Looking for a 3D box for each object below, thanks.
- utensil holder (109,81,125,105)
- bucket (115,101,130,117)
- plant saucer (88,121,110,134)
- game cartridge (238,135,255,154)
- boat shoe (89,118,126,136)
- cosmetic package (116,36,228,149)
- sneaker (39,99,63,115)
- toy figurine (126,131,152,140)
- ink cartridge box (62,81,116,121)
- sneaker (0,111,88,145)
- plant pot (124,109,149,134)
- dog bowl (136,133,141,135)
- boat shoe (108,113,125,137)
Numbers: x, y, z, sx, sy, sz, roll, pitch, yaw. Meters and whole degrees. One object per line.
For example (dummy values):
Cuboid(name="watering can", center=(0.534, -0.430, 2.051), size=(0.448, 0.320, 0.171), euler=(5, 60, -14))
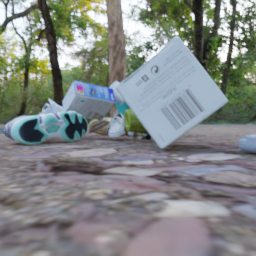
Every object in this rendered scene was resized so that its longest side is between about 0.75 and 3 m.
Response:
Cuboid(name="utensil holder", center=(-0.411, -1.535, 12.310), size=(0.838, 0.712, 0.712), euler=(43, 7, 5))
Cuboid(name="bucket", center=(0.332, -1.283, 13.312), size=(1.815, 1.815, 1.181), euler=(1, 27, 38))
Cuboid(name="plant saucer", center=(-1.216, -0.060, 11.442), size=(0.978, 0.168, 0.978), euler=(-26, 9, 5))
Cuboid(name="game cartridge", center=(4.201, 0.397, 6.638), size=(2.603, 0.541, 1.733), euler=(-1, 6, -28))
Cuboid(name="boat shoe", center=(-0.761, -0.062, 14.352), size=(2.574, 0.917, 0.831), euler=(1, 1, 0))
Cuboid(name="cosmetic package", center=(1.296, -0.923, 8.179), size=(2.106, 2.093, 2.516), euler=(-38, -5, 12))
Cuboid(name="sneaker", center=(-3.133, -0.727, 12.873), size=(1.514, 0.990, 2.635), euler=(32, 12, -19))
Cuboid(name="toy figurine", center=(0.450, -0.073, 11.251), size=(1.142, 1.124, 0.794), euler=(1, 7, -25))
Cuboid(name="ink cartridge box", center=(-1.489, -1.046, 11.608), size=(2.086, 0.796, 1.423), euler=(10, -37, -30))
Cuboid(name="sneaker", center=(-3.096, -0.054, 10.163), size=(2.055, 1.142, 2.937), euler=(3, 2, 42))
Cuboid(name="plant pot", center=(0.509, -0.295, 10.209), size=(1.191, 1.236, 1.236), euler=(-5, 3, -15))
Cuboid(name="dog bowl", center=(0.710, 0.097, 15.579), size=(1.325, 0.522, 1.325), euler=(0, 2, 0))
Cuboid(name="boat shoe", center=(-0.441, -0.153, 11.459), size=(0.665, 0.607, 1.849), euler=(-8, 18, 12))
